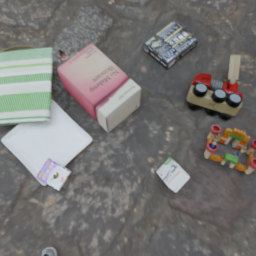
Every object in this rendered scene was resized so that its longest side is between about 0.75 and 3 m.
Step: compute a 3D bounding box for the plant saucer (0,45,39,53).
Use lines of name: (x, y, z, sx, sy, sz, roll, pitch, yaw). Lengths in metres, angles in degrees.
plant saucer: (-4.504, -2.490, 11.896, 2.499, 0.368, 2.499, 3, 62, -6)

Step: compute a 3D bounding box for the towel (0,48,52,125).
towel: (-4.048, -1.617, 10.874, 2.275, 0.349, 2.982, -4, 77, 6)

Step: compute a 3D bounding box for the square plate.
square plate: (-3.083, 0.494, 10.742, 2.501, 0.356, 2.477, 43, 75, 11)

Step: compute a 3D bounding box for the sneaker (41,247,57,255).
sneaker: (-2.581, 4.757, 8.869, 0.669, 0.734, 1.791, -12, 68, -5)

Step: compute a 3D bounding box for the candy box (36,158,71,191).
candy box: (-2.657, 1.666, 10.029, 0.945, 0.338, 0.793, 32, 80, -1)

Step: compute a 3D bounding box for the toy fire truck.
toy fire truck: (3.659, -1.811, 11.344, 2.039, 1.491, 2.317, 18, 56, 7)

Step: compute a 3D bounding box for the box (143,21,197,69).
box: (1.870, -3.729, 12.522, 1.943, 0.477, 1.566, -41, 75, -15)

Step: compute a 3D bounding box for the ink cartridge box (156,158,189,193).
ink cartridge box: (1.566, 1.646, 9.870, 0.438, 1.040, 0.759, 38, 95, -27)

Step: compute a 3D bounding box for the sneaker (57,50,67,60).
sneaker: (-2.576, -2.911, 10.803, 0.297, 0.315, 0.770, -33, 46, -10)

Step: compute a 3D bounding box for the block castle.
block castle: (3.839, 0.717, 10.219, 1.934, 0.907, 1.293, 21, 50, 6)

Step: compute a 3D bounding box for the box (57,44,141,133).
box: (-1.098, -1.561, 11.029, 1.821, 1.552, 2.848, -41, 73, -15)
